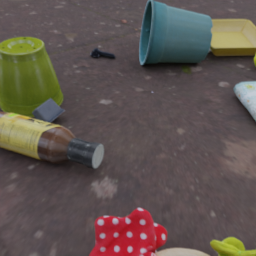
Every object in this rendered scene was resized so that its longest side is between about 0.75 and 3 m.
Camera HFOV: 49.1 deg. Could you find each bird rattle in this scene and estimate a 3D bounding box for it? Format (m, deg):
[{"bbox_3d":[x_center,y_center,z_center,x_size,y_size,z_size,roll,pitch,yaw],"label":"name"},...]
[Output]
[{"bbox_3d":[0.647,2.241,3.670,2.712,1.528,2.211,5,54,11],"label":"bird rattle"}]

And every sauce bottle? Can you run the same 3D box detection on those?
[{"bbox_3d":[-1.912,0.319,6.480,2.783,0.901,0.901,15,40,16],"label":"sauce bottle"}]

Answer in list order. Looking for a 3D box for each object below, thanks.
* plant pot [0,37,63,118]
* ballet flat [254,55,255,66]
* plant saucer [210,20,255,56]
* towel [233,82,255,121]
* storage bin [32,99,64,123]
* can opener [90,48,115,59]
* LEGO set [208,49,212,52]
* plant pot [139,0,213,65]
[{"bbox_3d":[-2.925,-1.554,8.091,1.866,1.797,1.866,2,39,-1],"label":"plant pot"},{"bbox_3d":[6.067,-2.490,9.961,2.953,0.987,0.990,7,55,14],"label":"ballet flat"},{"bbox_3d":[4.289,-3.743,11.772,2.519,0.610,2.520,-3,45,-5],"label":"plant saucer"},{"bbox_3d":[4.413,-0.775,8.205,2.079,0.501,1.780,-4,37,-5],"label":"towel"},{"bbox_3d":[-2.198,-0.403,7.594,0.552,0.510,0.759,-27,15,45],"label":"storage bin"},{"bbox_3d":[-0.997,-2.946,11.251,1.044,0.411,0.331,13,0,12],"label":"can opener"},{"bbox_3d":[3.210,-3.705,12.158,1.101,0.362,1.473,-19,42,-28],"label":"LEGO set"},{"bbox_3d":[1.727,-3.395,10.372,2.266,2.314,2.314,4,37,-8],"label":"plant pot"}]
